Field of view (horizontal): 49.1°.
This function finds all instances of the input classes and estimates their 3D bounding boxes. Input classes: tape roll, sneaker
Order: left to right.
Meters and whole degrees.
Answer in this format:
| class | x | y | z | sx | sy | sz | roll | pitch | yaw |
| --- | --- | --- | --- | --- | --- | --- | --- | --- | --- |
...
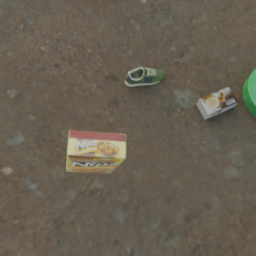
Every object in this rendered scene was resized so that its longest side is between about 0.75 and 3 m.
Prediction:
| class | x | y | z | sx | sy | sz | roll | pitch | yaw |
| --- | --- | --- | --- | --- | --- | --- | --- | --- | --- |
| sneaker | 0.768 | -2.287 | 12.164 | 1.851 | 0.831 | 0.621 | -12 | 70 | -4 |
| tape roll | 6.357 | -1.463 | 11.968 | 2.702 | 0.649 | 2.702 | 0 | 70 | 1 |

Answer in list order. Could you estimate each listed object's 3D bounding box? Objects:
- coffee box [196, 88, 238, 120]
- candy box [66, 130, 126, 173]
| class | x | y | z | sx | sy | sz | roll | pitch | yaw |
| --- | --- | --- | --- | --- | --- | --- | --- | --- | --- |
| coffee box | 3.744 | -1.024 | 11.841 | 1.432 | 0.571 | 0.819 | -22 | 71 | -8 |
| candy box | -1.069 | 0.816 | 8.470 | 1.527 | 2.645 | 0.731 | 4 | 72 | -12 |
